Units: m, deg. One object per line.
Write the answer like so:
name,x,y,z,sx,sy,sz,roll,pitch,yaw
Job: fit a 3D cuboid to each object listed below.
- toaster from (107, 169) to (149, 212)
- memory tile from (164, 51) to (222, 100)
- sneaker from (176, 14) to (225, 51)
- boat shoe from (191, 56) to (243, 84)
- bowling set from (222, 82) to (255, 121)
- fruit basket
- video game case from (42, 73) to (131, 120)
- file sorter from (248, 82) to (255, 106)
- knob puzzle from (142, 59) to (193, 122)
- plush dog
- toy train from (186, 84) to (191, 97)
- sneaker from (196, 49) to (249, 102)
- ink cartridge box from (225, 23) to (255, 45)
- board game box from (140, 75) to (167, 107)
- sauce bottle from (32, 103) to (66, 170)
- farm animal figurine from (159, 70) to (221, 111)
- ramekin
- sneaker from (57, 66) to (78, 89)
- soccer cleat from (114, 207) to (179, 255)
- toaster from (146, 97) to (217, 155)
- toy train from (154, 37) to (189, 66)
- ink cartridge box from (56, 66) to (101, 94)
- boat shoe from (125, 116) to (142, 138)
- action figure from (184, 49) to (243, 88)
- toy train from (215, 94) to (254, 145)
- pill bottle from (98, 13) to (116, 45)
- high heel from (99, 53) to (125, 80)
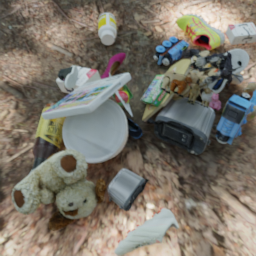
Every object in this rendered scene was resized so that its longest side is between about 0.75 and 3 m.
toaster,-0.038,1.748,8.210,0.793,0.698,1.228,29,63,21
memory tile,2.262,-1.930,9.875,2.038,0.223,2.660,-26,25,11
sneaker,2.998,-4.164,12.231,2.330,0.911,1.052,36,65,22
boat shoe,3.353,-2.113,10.969,2.185,0.775,0.763,31,85,17
bowling set,4.448,-0.860,9.436,2.192,1.177,1.525,-45,71,-2
fruit basket,-0.313,-1.124,9.582,0.656,1.295,1.399,-28,31,15
video game case,-1.228,-0.911,8.179,2.136,0.253,1.945,-5,31,41
file sorter,4.777,-1.248,10.413,0.591,0.523,0.852,2,55,1
knob puzzle,1.447,-1.407,9.497,0.345,2.486,2.486,34,57,-14
plush dog,-1.695,1.697,7.754,2.234,1.793,1.919,-36,100,4
toy train,1.933,-1.603,10.710,1.130,0.418,1.504,-15,56,-12
sneaker,3.292,-1.909,10.328,2.416,1.351,0.883,-41,89,-21
ink cartridge box,5.089,-4.200,12.487,1.196,0.507,0.871,-6,55,-7
board game box,0.988,-1.288,9.534,0.241,1.657,1.115,35,92,-14
sauce bottle,-2.579,0.436,9.063,0.875,0.875,2.651,1,57,1
farm animal figurine,1.885,-1.185,8.090,1.645,1.328,0.827,21,92,-18
ramekin,-0.941,0.126,8.813,2.060,0.959,2.060,-3,78,12
sneaker,-2.197,-1.722,9.883,0.641,0.457,1.292,-11,39,15
soccer cleat,0.516,2.882,7.473,1.905,0.660,0.739,-29,62,-22
toaster,1.827,-0.174,9.273,2.126,1.208,1.373,23,54,19
toy train,1.783,-3.178,11.692,0.899,0.682,1.573,40,64,18
ink cartridge box,-1.847,-1.749,10.494,1.371,0.578,0.992,18,55,34
boat shoe,-0.160,-0.248,9.676,1.560,0.536,0.657,24,64,16
action figure,2.277,-1.649,7.773,0.890,1.037,1.745,-31,35,-13
toy train,3.179,-0.233,8.536,0.738,1.703,0.973,34,40,25
pill bottle,-0.924,-4.357,12.415,0.796,0.796,1.431,-3,54,-2
high heel,-0.551,-2.195,10.972,1.752,0.591,0.842,-47,61,-7
